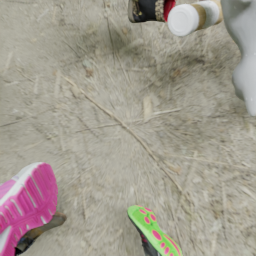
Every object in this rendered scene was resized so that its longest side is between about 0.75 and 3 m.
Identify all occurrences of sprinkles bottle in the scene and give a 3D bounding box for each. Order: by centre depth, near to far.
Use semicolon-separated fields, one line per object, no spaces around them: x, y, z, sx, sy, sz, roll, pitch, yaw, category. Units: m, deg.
1.553;-2.445;6.139;0.595;0.595;1.745;48;46;10;sprinkles bottle

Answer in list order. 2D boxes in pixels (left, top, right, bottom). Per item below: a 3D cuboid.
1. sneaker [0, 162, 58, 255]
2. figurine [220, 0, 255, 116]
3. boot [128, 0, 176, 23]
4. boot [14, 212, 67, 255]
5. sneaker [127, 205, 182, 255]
-2.159;1.426;4.676;1.160;2.629;1.069;-4;112;21;sneaker
2.746;-1.772;5.192;2.853;1.228;2.784;-21;106;-37;figurine
0.543;-3.191;6.492;1.146;0.557;1.522;25;118;40;boot
-1.804;2.050;5.325;1.340;0.500;0.649;-18;38;12;boot
0.394;2.145;5.508;0.573;0.626;1.494;3;33;-38;sneaker
